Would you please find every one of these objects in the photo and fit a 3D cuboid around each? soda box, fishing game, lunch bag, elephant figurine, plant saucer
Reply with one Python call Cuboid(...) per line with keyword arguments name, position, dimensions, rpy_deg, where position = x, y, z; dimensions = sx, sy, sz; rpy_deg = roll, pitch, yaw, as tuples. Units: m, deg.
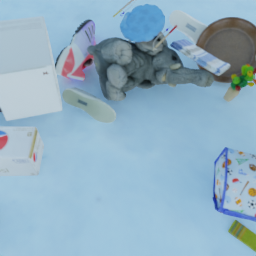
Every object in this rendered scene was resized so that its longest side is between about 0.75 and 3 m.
Cuboid(name="soda box", position=(-3.620, 0.590, 6.906), dimensions=(2.795, 0.890, 0.952), rpy_deg=(0, 53, -1))
Cuboid(name="fishing game", position=(0.400, -2.817, 7.646), dimensions=(1.755, 0.273, 1.256), rpy_deg=(42, 86, 23))
Cuboid(name="lunch bag", position=(2.594, 1.347, 6.288), dimensions=(1.237, 0.901, 1.455), rpy_deg=(12, 52, 2))
Cuboid(name="elephant figurine", position=(0.603, -1.899, 8.375), dimensions=(2.933, 2.076, 2.276), rpy_deg=(-16, 92, -19))
Cuboid(name="plant saucer", position=(3.196, -2.442, 8.941), dimensions=(2.081, 0.381, 2.081), rpy_deg=(0, 89, 15))

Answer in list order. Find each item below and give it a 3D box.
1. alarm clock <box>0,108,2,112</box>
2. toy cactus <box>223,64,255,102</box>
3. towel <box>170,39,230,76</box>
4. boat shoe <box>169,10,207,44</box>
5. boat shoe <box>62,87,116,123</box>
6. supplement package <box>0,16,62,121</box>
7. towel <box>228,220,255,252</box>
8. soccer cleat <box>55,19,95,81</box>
Cuboid(name="alarm clock", position=(-3.715, -1.123, 8.149), dimensions=(1.294, 0.639, 1.919), rpy_deg=(41, 28, -11))
Cuboid(name="toy cactus", position=(3.285, -1.242, 8.143), dimensions=(0.733, 1.182, 1.433), rpy_deg=(40, 37, 13))
Cuboid(name="towel", position=(2.126, -2.098, 8.112), dimensions=(1.665, 0.198, 1.223), rpy_deg=(38, 35, 16))
Cuboid(name="boat shoe", position=(2.387, -3.332, 9.749), dimensions=(2.154, 0.775, 0.738), rpy_deg=(32, 33, 4))
Cuboid(name="boat shoe", position=(-1.051, -0.728, 8.082), dimensions=(1.669, 0.582, 0.594), rpy_deg=(27, 29, 3))
Cuboid(name="supplement package", position=(-2.715, -1.650, 7.433), dimensions=(1.466, 1.461, 2.499), rpy_deg=(-12, 49, -12))
Cuboid(name="towel", position=(2.607, 2.367, 6.064), dimensions=(0.811, 0.073, 0.349), rpy_deg=(34, 61, 23))
Cuboid(name="soccer cleat", position=(-1.522, -2.636, 9.490), dimensions=(1.012, 0.943, 2.764), rpy_deg=(25, 52, -7))
